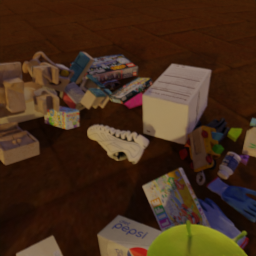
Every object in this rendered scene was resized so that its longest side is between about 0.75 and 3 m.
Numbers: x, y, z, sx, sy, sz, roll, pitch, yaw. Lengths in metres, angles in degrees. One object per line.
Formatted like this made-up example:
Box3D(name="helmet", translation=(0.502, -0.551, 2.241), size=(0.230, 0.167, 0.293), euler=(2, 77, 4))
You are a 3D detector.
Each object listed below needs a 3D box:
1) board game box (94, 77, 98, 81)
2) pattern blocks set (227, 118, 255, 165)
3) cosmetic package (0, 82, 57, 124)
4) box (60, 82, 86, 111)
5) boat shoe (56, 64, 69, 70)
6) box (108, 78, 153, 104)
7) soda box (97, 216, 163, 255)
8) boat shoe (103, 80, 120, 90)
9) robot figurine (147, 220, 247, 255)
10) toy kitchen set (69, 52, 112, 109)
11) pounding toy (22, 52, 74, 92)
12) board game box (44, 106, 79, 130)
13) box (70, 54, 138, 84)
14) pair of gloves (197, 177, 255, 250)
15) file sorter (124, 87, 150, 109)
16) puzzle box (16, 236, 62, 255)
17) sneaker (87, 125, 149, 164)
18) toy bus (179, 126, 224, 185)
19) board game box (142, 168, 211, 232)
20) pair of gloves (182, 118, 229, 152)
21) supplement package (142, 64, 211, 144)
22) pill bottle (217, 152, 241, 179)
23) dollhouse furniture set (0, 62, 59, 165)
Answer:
Box3D(name="board game box", translation=(-1.562, -1.837, 12.623), size=(0.137, 0.635, 0.944), euler=(9, 33, 8))
Box3D(name="pattern blocks set", translation=(4.655, 0.577, 9.571), size=(2.442, 0.225, 2.778), euler=(27, 43, 32))
Box3D(name="cosmetic package", translation=(-4.288, -1.004, 11.099), size=(2.722, 0.968, 1.432), euler=(-17, 43, -24))
Box3D(name="box", translation=(-2.226, -1.259, 11.538), size=(0.682, 0.581, 1.067), euler=(-31, 68, -34))
Box3D(name="boat shoe", translation=(-3.459, -2.972, 14.215), size=(1.887, 0.694, 0.630), euler=(19, 40, 26))
Box3D(name="box", translation=(0.083, -1.275, 9.472), size=(1.314, 0.248, 0.898), euler=(-35, 25, -19))
Box3D(name="soda box", translation=(0.492, 2.549, 5.567), size=(2.265, 0.718, 0.773), euler=(8, 24, 36))
Box3D(name="boat shoe", translation=(-0.778, -1.996, 13.118), size=(0.375, 0.374, 1.035), euler=(29, 44, 32))
Box3D(name="robot figurine", translation=(0.752, 2.501, 3.706), size=(2.301, 2.622, 1.517), euler=(17, 4, -26))
Box3D(name="toy kitchen set", translation=(-1.652, -1.930, 11.087), size=(2.198, 1.295, 1.761), euler=(40, 17, 10))
Box3D(name="pounding toy", translation=(-3.108, -2.391, 10.911), size=(2.083, 1.191, 1.195), euler=(17, 49, -2))
Box3D(name="board game box", translation=(-2.452, -0.400, 10.333), size=(1.218, 0.627, 0.639), euler=(13, 19, 35))
Box3D(name="box", translation=(-1.262, -3.011, 14.364), size=(2.962, 0.591, 2.028), euler=(-16, 38, -21))
Box3D(name="pair of gloves", translation=(2.596, 2.159, 7.326), size=(2.208, 0.252, 1.775), euler=(-29, 46, -33))
Box3D(name="file sorter", translation=(0.326, -1.428, 12.014), size=(1.126, 0.706, 0.782), euler=(-19, 40, -25))
Box3D(name="puzzle box", translation=(-1.804, 3.076, 6.067), size=(0.883, 0.169, 1.328), euler=(-20, 40, -26))
Box3D(name="sneaker", translation=(-0.505, 0.511, 9.163), size=(2.384, 0.896, 0.966), euler=(12, 77, 37))
Box3D(name="toy bus", translation=(2.414, 0.758, 8.626), size=(0.828, 1.602, 1.511), euler=(11, 17, -27))
Box3D(name="board game box", translation=(1.111, 1.865, 6.510), size=(0.268, 1.052, 1.565), euler=(7, 55, -61))
Box3D(name="pair of gloves", translation=(2.165, -0.099, 10.446), size=(2.840, 0.351, 2.531), euler=(26, 43, 31))
Box3D(name="supplement package", translation=(1.779, -0.956, 10.021), size=(1.605, 1.599, 2.736), euler=(16, 41, 23))
Box3D(name="pill bottle", translation=(3.014, 1.143, 8.421), size=(0.427, 0.427, 0.769), euler=(27, 69, 33))
Box3D(name="dollhouse furniture set", translation=(-3.783, -0.626, 8.742), size=(2.639, 2.873, 1.869), euler=(-19, 35, -40))
